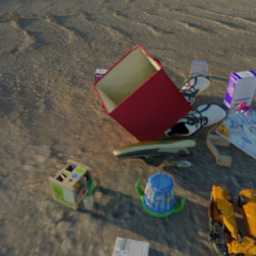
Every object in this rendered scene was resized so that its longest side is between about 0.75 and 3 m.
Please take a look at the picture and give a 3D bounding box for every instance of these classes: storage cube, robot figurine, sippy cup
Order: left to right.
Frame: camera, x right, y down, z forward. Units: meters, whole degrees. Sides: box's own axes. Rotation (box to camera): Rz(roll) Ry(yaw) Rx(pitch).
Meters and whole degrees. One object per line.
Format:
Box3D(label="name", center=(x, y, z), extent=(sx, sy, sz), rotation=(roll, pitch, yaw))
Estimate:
Box3D(label="storage cube", center=(0.507, -1.190, 10.685), extent=(2.700, 2.427, 2.308), rotation=(-41, 40, 10))
Box3D(label="sippy cup", center=(0.950, 1.940, 8.389), extent=(1.366, 1.001, 1.072), rotation=(-4, 38, -6))
Box3D(label="robot figurine", center=(3.041, 2.678, 7.644), extent=(1.814, 0.728, 2.502), rotation=(5, 37, 6))

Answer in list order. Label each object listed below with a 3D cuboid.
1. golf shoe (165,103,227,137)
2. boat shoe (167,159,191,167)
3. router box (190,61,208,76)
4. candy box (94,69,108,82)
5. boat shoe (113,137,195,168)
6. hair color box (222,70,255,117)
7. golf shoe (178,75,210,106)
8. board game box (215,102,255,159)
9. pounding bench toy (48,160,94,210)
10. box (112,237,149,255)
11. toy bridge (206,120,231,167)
Box3D(label="golf shoe", center=(2.670, -0.175, 11.252), extent=(2.781, 1.081, 1.314), rotation=(-10, 39, 4))
Box3D(label="boat shoe", center=(1.799, 1.265, 9.943), extent=(0.817, 0.294, 0.254), rotation=(13, 59, 25))
Box3D(label="router box", center=(3.939, -3.265, 15.469), extent=(0.872, 0.783, 0.213), rotation=(9, 38, 11))
Box3D(label="candy box", center=(-0.772, -2.256, 13.846), extent=(1.656, 1.130, 0.505), rotation=(3, 39, 5))
Box3D(label="boat shoe", center=(0.964, 0.908, 9.670), extent=(2.915, 0.945, 1.067), rotation=(-7, 2, -6))
Box3D(label="hair color box", center=(4.820, -1.465, 12.132), extent=(1.048, 1.918, 0.621), rotation=(-9, 39, -12))
Box3D(label="golf shoe", center=(2.776, -1.532, 13.158), extent=(2.973, 1.148, 1.310), rotation=(-22, 60, -20))
Box3D(label="board game box", center=(4.877, 0.100, 10.853), extent=(2.194, 0.284, 2.194), rotation=(37, 56, 22))
Box3D(label="pounding bench toy", center=(-1.469, 1.791, 8.673), extent=(1.454, 0.904, 1.134), rotation=(18, 40, 22))
Box3D(label="box", center=(0.066, 3.277, 7.303), extent=(0.885, 0.182, 0.690), rotation=(6, 38, 9))
Box3D(label="toy bridge", center=(3.494, 0.496, 10.844), extent=(0.862, 0.349, 2.565), rotation=(9, 38, 12))
